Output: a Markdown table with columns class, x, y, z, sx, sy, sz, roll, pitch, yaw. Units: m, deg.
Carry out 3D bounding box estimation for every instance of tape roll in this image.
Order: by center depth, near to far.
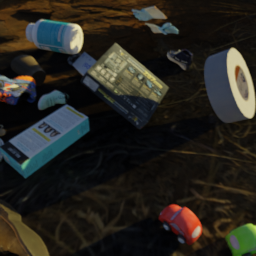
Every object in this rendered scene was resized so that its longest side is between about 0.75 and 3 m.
| class | x | y | z | sx | sy | sz | roll | pitch | yaw |
| --- | --- | --- | --- | --- | --- | --- | --- | --- | --- |
| tape roll | 3.747 | -1.509 | 10.207 | 0.852 | 2.578 | 2.578 | -13 | 31 | 39 |

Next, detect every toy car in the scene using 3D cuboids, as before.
| class | x | y | z | sx | sy | sz | roll | pitch | yaw |
| --- | --- | --- | --- | --- | --- | --- | --- | --- | --- |
| toy car | 2.380 | 2.880 | 6.953 | 2.655 | 0.629 | 2.821 | -9 | 44 | -9 |

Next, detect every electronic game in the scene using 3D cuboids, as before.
| class | x | y | z | sx | sy | sz | roll | pitch | yaw |
| --- | --- | --- | --- | --- | --- | --- | --- | --- | --- |
| electronic game | -2.434 | -3.365 | 13.893 | 1.127 | 0.234 | 1.127 | 0 | 47 | 0 |

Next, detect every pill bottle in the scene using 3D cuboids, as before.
| class | x | y | z | sx | sy | sz | roll | pitch | yaw |
| --- | --- | --- | --- | --- | --- | --- | --- | --- | --- |
| pill bottle | -3.831 | -4.704 | 14.407 | 2.688 | 1.489 | 1.489 | 13 | 45 | 13 |

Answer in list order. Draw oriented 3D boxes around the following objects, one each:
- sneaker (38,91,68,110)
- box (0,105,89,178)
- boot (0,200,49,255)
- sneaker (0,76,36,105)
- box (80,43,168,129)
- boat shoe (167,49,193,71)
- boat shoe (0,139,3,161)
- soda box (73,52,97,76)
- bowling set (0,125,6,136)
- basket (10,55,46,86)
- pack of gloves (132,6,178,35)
| class | x | y | z | sx | sy | sz | roll | pitch | yaw |
| --- | --- | --- | --- | --- | --- | --- | --- | --- | --- |
| sneaker | -2.972 | -1.088 | 11.251 | 0.766 | 0.478 | 1.299 | 15 | 40 | 23 |
| box | -2.738 | 0.360 | 9.563 | 1.171 | 0.699 | 2.845 | 30 | 51 | 27 |
| boot | -2.875 | 2.868 | 7.025 | 2.390 | 0.880 | 0.902 | 32 | 75 | 31 |
| sneaker | -4.683 | -1.379 | 10.799 | 2.618 | 0.986 | 1.027 | -14 | 76 | -42 |
| box | -0.041 | -1.638 | 10.706 | 2.841 | 0.725 | 2.241 | 39 | 52 | -7 |
| boat shoe | 2.559 | -3.565 | 13.691 | 0.648 | 0.805 | 1.736 | -23 | 48 | -22 |
| boat shoe | -4.751 | 1.126 | 8.703 | 0.918 | 0.791 | 2.550 | 8 | 44 | 9 |
| soda box | -1.354 | -2.296 | 12.152 | 0.850 | 0.789 | 2.489 | -48 | 55 | -2 |
| bowling set | -5.273 | 0.085 | 9.564 | 0.954 | 1.236 | 1.777 | 28 | 54 | 25 |
| basket | -4.373 | -2.545 | 12.548 | 1.360 | 0.925 | 1.226 | 40 | 32 | 29 |
| pack of gloves | 1.260 | -5.229 | 14.147 | 2.055 | 0.483 | 2.447 | 27 | 2 | -34 |
